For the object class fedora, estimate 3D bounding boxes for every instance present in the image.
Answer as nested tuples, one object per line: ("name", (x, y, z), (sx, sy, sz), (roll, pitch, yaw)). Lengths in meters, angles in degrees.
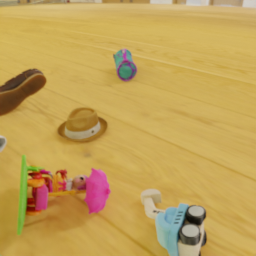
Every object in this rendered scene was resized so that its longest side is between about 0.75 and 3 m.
("fedora", (-1.560, -0.223, 9.501), (1.782, 0.727, 1.782), (0, 30, 0))

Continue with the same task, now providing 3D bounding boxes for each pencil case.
("pencil case", (-0.184, -3.300, 14.446), (1.044, 1.134, 2.454), (-5, 31, -5))

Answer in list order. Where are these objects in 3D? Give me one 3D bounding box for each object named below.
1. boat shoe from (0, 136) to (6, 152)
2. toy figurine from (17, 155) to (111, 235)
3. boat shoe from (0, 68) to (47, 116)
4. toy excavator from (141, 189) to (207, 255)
("boat shoe", (-4.171, 0.848, 7.405), (0.852, 0.959, 2.607), (0, 31, 8))
("toy figurine", (-1.442, 1.412, 6.427), (1.991, 1.624, 2.163), (4, 2, -21))
("boat shoe", (-4.408, -1.385, 10.773), (2.636, 0.928, 0.927), (-35, 50, -16))
("toy excavator", (0.823, 1.915, 5.851), (1.606, 0.802, 1.562), (4, 28, 25))
